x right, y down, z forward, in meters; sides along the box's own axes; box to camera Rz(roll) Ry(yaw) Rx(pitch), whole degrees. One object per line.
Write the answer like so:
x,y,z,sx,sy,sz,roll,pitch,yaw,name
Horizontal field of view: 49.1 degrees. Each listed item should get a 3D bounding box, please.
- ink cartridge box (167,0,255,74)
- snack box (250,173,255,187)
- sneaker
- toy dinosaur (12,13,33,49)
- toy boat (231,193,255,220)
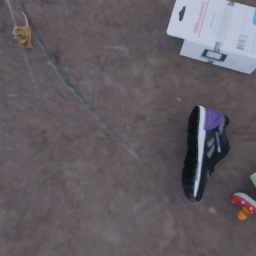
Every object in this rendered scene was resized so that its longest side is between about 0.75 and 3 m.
2.303,-2.522,7.360,2.453,0.818,1.421,17,78,4,ink cartridge box
4.703,1.777,6.247,2.511,1.008,2.978,-28,79,-8,snack box
1.950,0.633,6.632,1.014,0.877,2.316,13,75,-6,sneaker
-2.730,-2.549,7.467,0.435,1.442,0.766,6,117,-14,toy dinosaur
2.692,1.868,6.406,0.516,0.515,0.790,-48,52,-3,toy boat
